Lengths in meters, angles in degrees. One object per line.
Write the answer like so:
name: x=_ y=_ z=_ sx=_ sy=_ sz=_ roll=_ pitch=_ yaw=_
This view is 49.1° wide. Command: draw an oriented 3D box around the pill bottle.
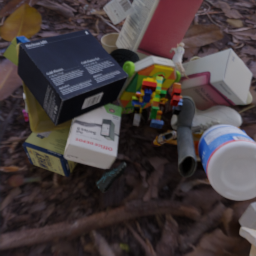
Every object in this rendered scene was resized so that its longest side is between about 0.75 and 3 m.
pill bottle: x=2.595 y=0.709 z=7.314 sx=1.413 sy=1.413 sz=2.519 roll=6 pitch=13 yaw=5

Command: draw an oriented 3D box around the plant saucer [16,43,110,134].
plant saucer: x=-1.927 y=-1.259 z=8.562 sx=2.553 sy=0.619 sz=2.553 roll=-11 pitch=91 yaw=-30

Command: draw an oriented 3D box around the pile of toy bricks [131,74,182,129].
pile of toy bricks: x=0.775 y=-0.891 z=7.643 sx=1.280 sy=2.307 sz=1.139 roll=10 pitch=69 yaw=0

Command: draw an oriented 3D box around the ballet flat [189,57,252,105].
ballet flat: x=3.518 y=-1.920 z=10.857 sx=1.013 sy=1.013 sz=2.916 roll=-36 pitch=58 yaw=-28

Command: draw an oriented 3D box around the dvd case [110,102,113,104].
dvd case: x=-0.833 y=-1.150 z=9.479 sx=0.135 sy=1.685 sz=1.253 roll=-5 pitch=51 yaw=-31

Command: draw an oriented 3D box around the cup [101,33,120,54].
cup: x=-0.606 y=-3.555 z=12.402 sx=1.111 sy=0.795 sz=1.111 roll=-1 pitch=47 yaw=1

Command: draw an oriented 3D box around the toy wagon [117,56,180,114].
toy wagon: x=0.417 y=-1.162 z=8.843 sx=1.974 sy=2.544 sz=0.503 roll=1 pitch=52 yaw=-35

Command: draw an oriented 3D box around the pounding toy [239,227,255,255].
pounding toy: x=3.441 y=3.183 z=5.443 sx=2.961 sy=1.693 sz=1.698 roll=17 pitch=85 yaw=-15

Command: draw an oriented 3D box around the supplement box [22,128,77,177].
supplement box: x=-2.191 y=0.516 z=8.702 sx=1.411 sy=0.947 sz=1.409 roll=16 pitch=51 yaw=14

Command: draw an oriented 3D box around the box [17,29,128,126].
box: x=-1.488 y=-1.429 z=7.535 sx=2.147 sy=1.118 sz=1.955 roll=-27 pitch=71 yaw=-36

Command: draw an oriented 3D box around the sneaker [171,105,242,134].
sneaker: x=2.420 y=-0.168 z=8.907 sx=2.237 sy=0.833 sz=0.974 roll=3 pitch=43 yaw=29

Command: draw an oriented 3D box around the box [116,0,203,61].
box: x=0.970 y=-3.671 z=9.938 sx=1.556 sy=2.855 sz=1.826 roll=9 pitch=35 yaw=-28

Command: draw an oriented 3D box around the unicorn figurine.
unicorn figurine: x=1.529 y=-2.078 z=8.749 sx=0.454 sy=1.229 sz=0.844 roll=-1 pitch=5 yaw=-22

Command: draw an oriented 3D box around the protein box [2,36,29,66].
protein box: x=-3.253 y=-2.322 z=9.012 sx=0.708 sy=1.042 sz=1.050 roll=-48 pitch=18 yaw=10

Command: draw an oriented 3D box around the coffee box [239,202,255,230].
coffee box: x=3.932 y=2.225 z=7.148 sx=1.815 sy=1.026 sz=0.724 roll=-12 pitch=50 yaw=-12

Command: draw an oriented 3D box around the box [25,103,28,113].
box: x=-2.664 y=-0.979 z=9.540 sx=1.235 sy=0.812 sz=1.242 roll=21 pitch=50 yaw=-6

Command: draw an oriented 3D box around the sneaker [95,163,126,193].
sneaker: x=-0.483 y=1.303 z=7.779 sx=0.406 sy=0.386 sz=1.024 roll=38 pitch=75 yaw=28

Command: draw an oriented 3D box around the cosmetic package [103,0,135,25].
cosmetic package: x=-0.325 y=-4.055 z=9.579 sx=0.700 sy=0.700 sz=0.849 roll=-38 pitch=19 yaw=-2

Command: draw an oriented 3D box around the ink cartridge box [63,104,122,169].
ink cartridge box: x=-0.958 y=0.103 z=7.935 sx=1.310 sy=0.757 sz=1.801 roll=16 pitch=50 yaw=-15

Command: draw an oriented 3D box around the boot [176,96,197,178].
boot: x=1.518 y=0.200 z=7.475 sx=0.625 sy=1.565 sz=1.721 roll=-1 pitch=37 yaw=16

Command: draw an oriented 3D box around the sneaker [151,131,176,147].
sneaker: x=1.101 y=0.336 z=8.947 sx=0.912 sy=0.411 sz=0.342 roll=-29 pitch=76 yaw=22

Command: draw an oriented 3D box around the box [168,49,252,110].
box: x=2.569 y=-1.412 z=8.922 sx=2.099 sy=1.342 sz=1.144 roll=-6 pitch=58 yaw=51

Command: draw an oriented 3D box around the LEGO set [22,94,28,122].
LEGO set: x=-3.590 y=-0.895 z=10.242 sx=0.484 sy=0.521 sz=1.269 roll=-11 pitch=49 yaw=-11

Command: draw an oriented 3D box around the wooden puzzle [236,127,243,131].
wooden puzzle: x=3.461 y=0.041 z=9.707 sx=1.194 sy=0.084 sz=0.708 roll=-25 pitch=53 yaw=-20

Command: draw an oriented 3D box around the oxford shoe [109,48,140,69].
oxford shoe: x=-0.346 y=-2.100 z=9.831 sx=2.586 sy=1.091 sz=0.940 roll=9 pitch=70 yaw=52

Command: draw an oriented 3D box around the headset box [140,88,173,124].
headset box: x=1.020 y=-1.220 z=10.373 sx=1.982 sy=0.743 sz=1.473 roll=-28 pitch=55 yaw=-22

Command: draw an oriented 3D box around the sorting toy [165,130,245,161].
sorting toy: x=2.602 y=0.411 z=9.121 sx=2.768 sy=0.377 sz=1.558 roll=2 pitch=51 yaw=5
